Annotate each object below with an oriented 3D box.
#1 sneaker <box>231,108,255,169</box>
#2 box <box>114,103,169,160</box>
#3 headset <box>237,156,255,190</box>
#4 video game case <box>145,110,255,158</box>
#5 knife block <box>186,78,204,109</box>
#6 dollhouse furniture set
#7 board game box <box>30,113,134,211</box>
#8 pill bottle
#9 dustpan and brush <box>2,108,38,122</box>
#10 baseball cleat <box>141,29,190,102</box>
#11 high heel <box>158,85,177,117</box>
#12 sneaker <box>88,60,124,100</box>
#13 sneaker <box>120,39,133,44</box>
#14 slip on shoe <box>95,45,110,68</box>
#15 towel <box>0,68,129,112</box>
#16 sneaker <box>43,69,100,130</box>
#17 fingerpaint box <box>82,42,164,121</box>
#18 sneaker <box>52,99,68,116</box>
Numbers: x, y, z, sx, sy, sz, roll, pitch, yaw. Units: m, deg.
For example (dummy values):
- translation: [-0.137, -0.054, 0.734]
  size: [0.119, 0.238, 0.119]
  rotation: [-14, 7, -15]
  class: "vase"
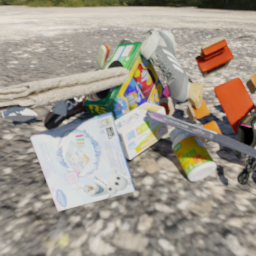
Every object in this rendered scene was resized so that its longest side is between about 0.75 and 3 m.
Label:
- translation: [3.584, -0.124, 7.579]
  size: [1.038, 2.405, 0.966]
  rotation: [23, -5, -26]
  class: "sneaker"
- translation: [0.282, 0.045, 7.587]
  size: [1.495, 0.841, 0.758]
  rotation: [-33, 33, -27]
  class: "box"
- translation: [3.784, 1.363, 6.356]
  size: [2.535, 1.191, 1.565]
  rotation: [14, 28, 2]
  class: "headset"
- translation: [1.572, 0.097, 6.222]
  size: [1.538, 0.204, 2.152]
  rotation: [19, 5, -35]
  class: "video game case"
- translation: [1.917, -1.146, 9.089]
  size: [0.968, 0.353, 1.103]
  rotation: [2, 55, 30]
  class: "knife block"
- translation: [3.098, -1.197, 8.611]
  size: [2.795, 2.765, 1.440]
  rotation: [-25, -13, 6]
  class: "dollhouse furniture set"
- translation: [-0.982, 0.779, 6.317]
  size: [1.831, 1.840, 0.399]
  rotation: [-15, 12, 3]
  class: "board game box"
- translation: [1.685, 0.640, 7.610]
  size: [0.798, 0.798, 1.437]
  rotation: [-11, 55, -20]
  class: "pill bottle"
- translation: [-4.084, -0.595, 9.526]
  size: [1.159, 0.475, 1.661]
  rotation: [-13, -13, 43]
  class: "dustpan and brush"
- translation: [0.983, -1.797, 8.067]
  size: [1.242, 0.814, 2.334]
  rotation: [1, 63, -28]
  class: "baseball cleat"
- translation: [1.341, -1.023, 10.854]
  size: [2.513, 0.847, 1.208]
  rotation: [-36, 26, -26]
  class: "high heel"
- translation: [-0.583, -1.156, 6.814]
  size: [0.585, 0.440, 1.251]
  rotation: [-8, 45, 48]
  class: "sneaker"
- translation: [0.198, -2.612, 9.215]
  size: [1.070, 0.356, 0.484]
  rotation: [15, 15, -48]
  class: "sneaker"
- translation: [-0.719, -2.049, 8.108]
  size: [0.290, 0.948, 0.351]
  rotation: [-27, 77, -26]
  class: "slip on shoe"
- translation: [-1.214, -0.685, 4.982]
  size: [1.589, 0.413, 2.397]
  rotation: [-1, 15, 37]
  class: "towel"
- translation: [-1.255, -0.531, 8.399]
  size: [0.932, 1.423, 2.464]
  rotation: [3, 49, 52]
  class: "sneaker"
- translation: [0.028, -0.972, 8.631]
  size: [0.928, 2.111, 2.530]
  rotation: [5, 55, 34]
  class: "fingerpaint box"
- translation: [-1.555, -0.717, 6.324]
  size: [0.432, 0.869, 0.338]
  rotation: [7, -7, -10]
  class: "sneaker"
